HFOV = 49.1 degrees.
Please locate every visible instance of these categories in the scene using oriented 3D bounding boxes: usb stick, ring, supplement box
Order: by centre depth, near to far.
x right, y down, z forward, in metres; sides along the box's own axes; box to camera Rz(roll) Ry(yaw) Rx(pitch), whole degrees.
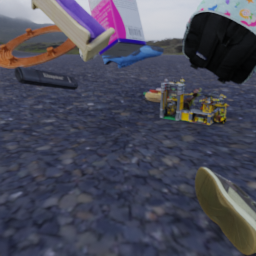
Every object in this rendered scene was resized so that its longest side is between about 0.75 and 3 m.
[{"bbox_3d":[-2.378,-1.448,8.359,2.062,0.336,0.572,-1,48,-53],"label":"usb stick"},{"bbox_3d":[-0.384,-3.425,8.672,1.093,2.161,1.117,-7,-5,-39],"label":"supplement box"},{"bbox_3d":[-2.816,-2.730,8.859,2.901,0.278,2.901,-8,40,7],"label":"ring"}]

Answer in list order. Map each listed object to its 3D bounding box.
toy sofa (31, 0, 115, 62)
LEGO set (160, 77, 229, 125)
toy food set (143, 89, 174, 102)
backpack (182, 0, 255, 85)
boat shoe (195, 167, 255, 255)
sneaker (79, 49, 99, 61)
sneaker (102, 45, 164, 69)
[{"bbox_3d":[-1.307,-2.654,6.527,0.836,2.020,0.985,-44,-4,-26],"label":"toy sofa"},{"bbox_3d":[2.396,-1.135,10.349,2.627,1.522,2.020,16,24,40],"label":"LEGO set"},{"bbox_3d":[1.610,-1.592,13.524,1.710,0.416,1.692,-2,18,-3],"label":"toy food set"},{"bbox_3d":[2.237,-2.075,5.992,1.886,1.600,2.125,33,-3,11],"label":"backpack"},{"bbox_3d":[1.687,1.264,4.562,0.612,0.665,1.862,4,20,-13],"label":"boat shoe"},{"bbox_3d":[-1.284,-2.952,10.335,0.990,1.317,2.644,13,26,-13],"label":"sneaker"},{"bbox_3d":[0.185,-3.206,12.556,2.864,1.123,0.944,7,13,20],"label":"sneaker"}]
